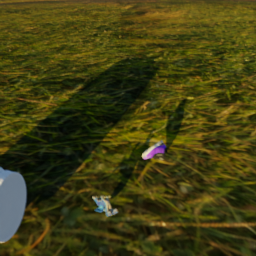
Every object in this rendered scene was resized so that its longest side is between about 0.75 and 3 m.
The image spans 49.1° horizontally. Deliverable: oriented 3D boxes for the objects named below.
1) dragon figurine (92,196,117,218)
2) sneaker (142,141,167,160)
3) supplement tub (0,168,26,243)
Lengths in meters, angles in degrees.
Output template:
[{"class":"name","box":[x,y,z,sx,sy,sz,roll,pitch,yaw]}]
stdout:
[{"class":"dragon figurine","box":[-0.726,2.151,7.708,1.063,0.528,0.313,-9,-12,43]},{"class":"sneaker","box":[0.978,0.871,9.458,1.171,0.407,0.583,-28,80,-47]},{"class":"supplement tub","box":[-4.192,1.825,6.940,2.706,1.967,1.967,3,34,5]}]
